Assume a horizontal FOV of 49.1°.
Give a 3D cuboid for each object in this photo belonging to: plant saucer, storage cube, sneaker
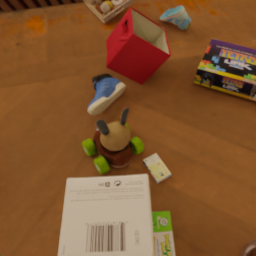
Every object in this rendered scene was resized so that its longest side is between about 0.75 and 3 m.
[{"bbox_3d":[3.521,3.507,7.129,1.284,1.284,0.206,44,23,27],"label":"plant saucer"},{"bbox_3d":[0.325,-3.278,11.414,2.119,1.905,1.811,20,47,-29],"label":"storage cube"},{"bbox_3d":[2.438,-5.417,14.228,0.732,1.201,1.840,-52,27,-5],"label":"sneaker"},{"bbox_3d":[-1.139,-1.402,10.968,1.166,0.805,2.096,38,55,10],"label":"sneaker"}]

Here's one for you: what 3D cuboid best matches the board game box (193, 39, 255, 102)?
[{"bbox_3d":[4.576,-2.464,11.768,2.988,0.847,2.470,19,53,14],"label":"board game box"}]

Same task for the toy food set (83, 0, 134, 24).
[{"bbox_3d":[-1.122,-6.839,14.798,1.923,0.809,2.679,-36,59,-1],"label":"toy food set"}]

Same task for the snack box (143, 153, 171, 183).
[{"bbox_3d":[0.965,1.346,9.436,0.542,0.173,0.932,-25,57,-16],"label":"snack box"}]

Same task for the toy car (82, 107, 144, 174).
[{"bbox_3d":[-0.524,0.190,9.094,1.729,2.105,1.661,-28,58,-20],"label":"toy car"}]

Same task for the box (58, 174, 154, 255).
[{"bbox_3d":[-0.485,2.526,7.262,2.207,1.450,2.218,-3,51,1],"label":"box"}]

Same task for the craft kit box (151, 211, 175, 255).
[{"bbox_3d":[0.389,3.285,7.856,1.768,0.434,1.790,0,53,-4],"label":"craft kit box"}]
